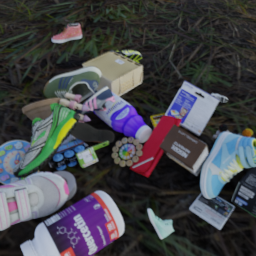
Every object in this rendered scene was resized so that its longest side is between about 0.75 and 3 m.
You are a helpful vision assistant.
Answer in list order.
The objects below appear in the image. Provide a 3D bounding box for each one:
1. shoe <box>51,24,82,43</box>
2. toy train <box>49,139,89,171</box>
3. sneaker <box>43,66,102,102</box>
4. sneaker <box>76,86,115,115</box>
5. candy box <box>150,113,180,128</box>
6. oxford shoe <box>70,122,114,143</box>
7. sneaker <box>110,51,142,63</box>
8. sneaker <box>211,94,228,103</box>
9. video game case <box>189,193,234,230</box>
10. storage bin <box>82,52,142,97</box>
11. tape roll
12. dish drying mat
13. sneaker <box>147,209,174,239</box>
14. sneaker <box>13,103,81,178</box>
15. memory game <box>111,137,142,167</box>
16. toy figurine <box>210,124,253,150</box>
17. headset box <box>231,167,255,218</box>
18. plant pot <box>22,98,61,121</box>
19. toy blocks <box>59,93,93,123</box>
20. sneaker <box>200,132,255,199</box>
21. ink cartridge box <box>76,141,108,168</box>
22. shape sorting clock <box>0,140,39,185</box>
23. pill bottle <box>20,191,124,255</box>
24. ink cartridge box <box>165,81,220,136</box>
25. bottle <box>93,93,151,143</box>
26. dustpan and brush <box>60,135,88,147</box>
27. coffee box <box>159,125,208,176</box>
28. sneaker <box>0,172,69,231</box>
[{"bbox_3d":[-3.574,-5.490,16.152,1.800,0.819,0.643,-17,46,-18],"label":"shoe"},{"bbox_3d":[-2.029,0.892,9.483,1.420,0.615,0.811,-21,38,-18],"label":"toy train"},{"bbox_3d":[-2.363,-1.509,11.271,2.789,0.935,1.252,-16,49,23],"label":"sneaker"},{"bbox_3d":[-1.224,-0.788,10.328,0.711,1.733,0.608,52,30,-4],"label":"sneaker"},{"bbox_3d":[1.568,-0.290,10.947,1.289,0.170,0.659,-12,57,-10],"label":"candy box"},{"bbox_3d":[-1.375,0.244,9.847,1.712,0.610,0.611,17,74,-25],"label":"oxford shoe"},{"bbox_3d":[-0.170,-3.684,14.442,1.697,0.640,0.648,5,35,-10],"label":"sneaker"},{"bbox_3d":[3.923,-1.316,12.088,0.756,0.284,0.306,18,37,18],"label":"sneaker"},{"bbox_3d":[2.458,2.361,8.228,1.000,0.117,0.909,30,51,29],"label":"video game case"},{"bbox_3d":[-0.703,-2.488,12.844,2.038,0.955,2.023,33,52,31],"label":"storage bin"},{"bbox_3d":[-2.107,1.816,8.655,0.982,0.324,0.982,0,42,0],"label":"tape roll"},{"bbox_3d":[0.913,0.543,9.332,0.863,0.204,2.247,15,67,49],"label":"dish drying mat"},{"bbox_3d":[0.895,2.500,7.593,0.516,0.322,0.875,-30,87,1],"label":"sneaker"},{"bbox_3d":[-2.658,0.399,8.669,1.120,1.025,2.628,36,73,-3],"label":"sneaker"},{"bbox_3d":[-0.042,0.800,9.492,1.130,0.072,1.130,-11,55,15],"label":"memory game"},{"bbox_3d":[3.549,0.533,9.597,1.325,0.922,1.305,16,45,17],"label":"toy figurine"},{"bbox_3d":[4.467,1.758,8.224,1.852,0.987,2.127,32,51,30],"label":"headset box"},{"bbox_3d":[-3.060,-0.559,10.273,1.463,0.675,1.463,-17,0,0],"label":"plant pot"},{"bbox_3d":[-1.957,-0.335,10.127,1.193,1.325,1.418,18,33,3],"label":"toy blocks"},{"bbox_3d":[3.072,1.124,8.153,1.456,0.887,2.231,5,63,50],"label":"sneaker"},{"bbox_3d":[-1.060,0.855,8.968,1.094,0.809,0.414,-23,80,-8],"label":"ink cartridge box"},{"bbox_3d":[-3.553,1.112,8.931,1.496,0.293,1.496,6,68,-15],"label":"shape sorting clock"},{"bbox_3d":[-1.351,2.671,6.989,2.347,1.320,1.320,-27,49,-25],"label":"pill bottle"},{"bbox_3d":[2.365,-0.720,10.446,1.497,0.356,1.515,30,86,4],"label":"ink cartridge box"},{"bbox_3d":[-0.255,-0.405,10.569,1.117,0.873,2.674,-42,55,-12],"label":"bottle"},{"bbox_3d":[-2.077,0.477,10.149,1.259,0.360,0.879,4,40,14],"label":"dustpan and brush"},{"bbox_3d":[1.750,0.737,8.485,1.121,1.960,0.781,33,86,24],"label":"coffee box"},{"bbox_3d":[-3.010,2.010,7.174,2.978,1.211,1.314,-16,2,2],"label":"sneaker"}]
